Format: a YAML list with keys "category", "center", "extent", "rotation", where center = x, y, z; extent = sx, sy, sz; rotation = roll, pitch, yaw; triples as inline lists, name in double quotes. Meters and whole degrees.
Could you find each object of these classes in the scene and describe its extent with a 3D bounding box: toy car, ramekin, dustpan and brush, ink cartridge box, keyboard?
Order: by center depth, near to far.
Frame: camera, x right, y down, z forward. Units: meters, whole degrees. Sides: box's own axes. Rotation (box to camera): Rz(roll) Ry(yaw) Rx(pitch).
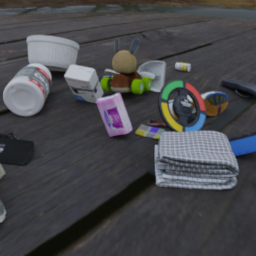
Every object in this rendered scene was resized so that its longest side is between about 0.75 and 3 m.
- category: "keyboard"
  center: [-4.223, 0.684, 9.338]
  extent: [2.402, 0.476, 1.250]
  rotation: [8, 53, 8]
- category: "ink cartridge box"
  center: [-1.903, -1.877, 12.216]
  extent: [1.189, 1.644, 0.692]
  rotation: [13, 63, 17]
- category: "toy car"
  center: [-0.080, -2.893, 12.990]
  extent: [1.982, 2.412, 1.903]
  rotation: [8, 19, 25]
- category: "dustpan and brush"
  center: [0.763, -2.661, 13.930]
  extent: [2.141, 1.494, 0.613]
  rotation: [20, 28, 37]
- category: "ramekin"
  center: [-4.133, -3.986, 15.374]
  extent: [2.771, 1.454, 2.771]
  rotation: [5, 4, 0]

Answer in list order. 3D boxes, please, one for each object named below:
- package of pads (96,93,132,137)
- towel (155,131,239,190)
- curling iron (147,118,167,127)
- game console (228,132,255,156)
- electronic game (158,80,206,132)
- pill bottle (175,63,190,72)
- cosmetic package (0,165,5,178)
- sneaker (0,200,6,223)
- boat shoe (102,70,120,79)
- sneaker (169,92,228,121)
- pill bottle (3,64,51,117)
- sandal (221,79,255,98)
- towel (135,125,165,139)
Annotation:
- category: "package of pads"
  center: [-0.481, -0.452, 9.928]
  extent: [0.865, 1.435, 0.543]
  rotation: [-11, 16, 34]
- category: "towel"
  center: [1.933, 0.835, 8.333]
  extent: [2.297, 0.983, 1.902]
  rotation: [3, 29, 5]
- category: "curling iron"
  center: [1.479, -0.190, 10.856]
  extent: [1.501, 0.192, 0.372]
  rotation: [2, 45, 4]
- category: "game console"
  center: [3.856, 0.544, 9.273]
  extent: [1.071, 0.633, 0.914]
  rotation: [-18, -11, 30]
- category: "electronic game"
  center: [1.890, -0.704, 9.663]
  extent: [2.027, 2.027, 0.422]
  rotation: [-20, -4, -31]
- category: "pill bottle"
  center: [3.214, -3.582, 16.486]
  extent: [0.812, 0.464, 0.464]
  rotation: [15, 33, 24]
- category: "cosmetic package"
  center: [-4.169, 1.162, 8.201]
  extent: [0.997, 0.524, 0.354]
  rotation: [12, 43, 22]
- category: "sneaker"
  center: [-3.657, 1.896, 6.949]
  extent: [0.924, 0.724, 1.859]
  rotation: [-26, 33, -21]
- category: "boat shoe"
  center: [-0.519, -2.509, 14.672]
  extent: [1.982, 0.720, 0.621]
  rotation: [21, 69, 27]
- category: "sneaker"
  center: [2.820, -1.049, 11.572]
  extent: [2.761, 1.039, 1.217]
  rotation: [-10, 25, -23]
- category: "pill bottle"
  center: [-4.254, -1.790, 12.269]
  extent: [1.574, 1.574, 2.764]
  rotation: [-2, 30, -3]
- category: "sandal"
  center: [5.578, -1.865, 13.571]
  extent: [1.015, 0.572, 2.671]
  rotation: [-2, 20, -17]
- category: "towel"
  center: [0.815, 0.149, 10.390]
  extent: [1.004, 0.114, 0.721]
  rotation: [14, 32, 23]
